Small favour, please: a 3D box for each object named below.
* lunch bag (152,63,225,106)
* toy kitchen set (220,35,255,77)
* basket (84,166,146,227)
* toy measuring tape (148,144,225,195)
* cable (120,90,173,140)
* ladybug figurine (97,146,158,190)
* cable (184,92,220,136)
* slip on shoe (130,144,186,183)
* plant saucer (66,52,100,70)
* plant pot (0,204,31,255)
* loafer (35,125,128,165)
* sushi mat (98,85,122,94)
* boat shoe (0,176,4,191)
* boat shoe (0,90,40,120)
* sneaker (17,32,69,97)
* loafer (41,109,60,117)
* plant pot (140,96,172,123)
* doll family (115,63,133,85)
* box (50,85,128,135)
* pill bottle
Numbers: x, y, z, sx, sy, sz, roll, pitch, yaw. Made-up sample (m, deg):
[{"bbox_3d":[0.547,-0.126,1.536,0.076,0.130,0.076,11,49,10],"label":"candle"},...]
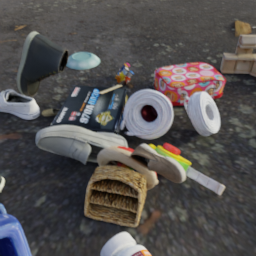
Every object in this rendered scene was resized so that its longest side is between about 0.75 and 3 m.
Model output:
[{"bbox_3d":[2.627,-2.159,12.705,2.846,1.166,2.507,-10,39,-13],"label":"lunch bag"},{"bbox_3d":[5.963,-3.217,13.508,2.288,1.867,2.064,2,38,2],"label":"toy kitchen set"},{"bbox_3d":[-0.343,1.805,7.619,1.563,1.116,1.165,10,38,13],"label":"basket"},{"bbox_3d":[1.565,1.201,8.508,2.706,0.995,0.995,30,47,32],"label":"toy measuring tape"},{"bbox_3d":[0.699,-0.454,9.694,1.728,1.727,0.598,16,13,14],"label":"cable"},{"bbox_3d":[0.030,1.135,8.284,1.919,1.302,0.690,29,43,3],"label":"ladybug figurine"},{"bbox_3d":[2.770,-0.528,10.166,0.561,1.622,1.622,-19,4,40],"label":"cable"},{"bbox_3d":[0.703,0.927,7.009,0.489,0.613,1.613,-25,42,-32],"label":"slip on shoe"},{"bbox_3d":[-2.550,-3.820,15.533,1.950,0.375,1.950,0,38,0],"label":"plant saucer"},{"bbox_3d":[-2.955,2.901,4.786,2.553,2.553,2.296,-17,10,-28],"label":"plant pot"},{"bbox_3d":[-1.428,0.620,8.924,2.968,1.038,1.036,6,41,-13],"label":"loafer"},{"bbox_3d":[-0.728,-1.549,11.307,0.964,0.058,0.461,-25,16,-20],"label":"sushi mat"},{"bbox_3d":[-4.569,2.011,7.312,1.055,0.994,2.939,6,31,33],"label":"boat shoe"},{"bbox_3d":[-4.863,-1.160,11.641,2.724,0.890,1.002,14,40,17],"label":"boat shoe"},{"bbox_3d":[-3.418,-2.147,11.171,1.554,2.925,1.094,28,41,2],"label":"sneaker"},{"bbox_3d":[-3.092,-0.646,11.366,0.851,0.287,0.323,-8,69,-7],"label":"loafer"},{"bbox_3d":[0.990,-0.732,10.746,1.463,1.463,1.309,25,23,29],"label":"plant pot"},{"bbox_3d":[-0.298,-2.641,13.675,0.624,0.859,1.384,22,29,-26],"label":"doll family"},{"bbox_3d":[-1.373,-0.623,11.071,2.381,0.689,2.995,5,38,7],"label":"box"},{"bbox_3d":[0.223,3.182,5.943,0.988,0.988,1.803,-24,45,-28],"label":"pill bottle"}]
